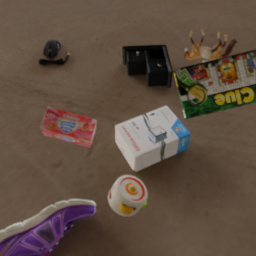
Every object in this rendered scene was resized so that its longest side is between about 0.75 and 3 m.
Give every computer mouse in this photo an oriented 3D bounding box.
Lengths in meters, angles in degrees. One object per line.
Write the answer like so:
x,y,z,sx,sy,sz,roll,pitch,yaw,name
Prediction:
-3.473,-3.749,13.531,1.366,0.448,1.946,3,49,4,computer mouse

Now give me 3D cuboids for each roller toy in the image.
-0.008,1.567,6.524,0.912,0.637,0.832,-16,57,-43,roller toy

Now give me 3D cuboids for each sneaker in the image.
-2.111,2.855,7.578,2.839,1.144,1.184,-26,68,-10,sneaker

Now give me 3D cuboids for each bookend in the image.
0.787,-2.695,12.295,2.003,0.922,1.990,-2,49,-1,bookend

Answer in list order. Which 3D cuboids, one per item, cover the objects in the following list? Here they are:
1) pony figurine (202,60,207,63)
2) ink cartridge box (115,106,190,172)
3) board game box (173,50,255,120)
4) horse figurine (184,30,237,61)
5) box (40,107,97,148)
3.519,-2.626,12.486,0.873,0.753,0.904,-23,49,22,pony figurine
0.804,0.336,9.665,2.118,0.909,1.551,-21,52,-19,ink cartridge box
2.747,-1.231,7.719,2.748,0.322,1.440,-14,92,2,board game box
2.766,-2.737,9.635,1.762,1.168,0.440,13,44,19,horse figurine
-1.575,-0.002,7.520,1.341,0.688,0.635,16,70,-4,box
